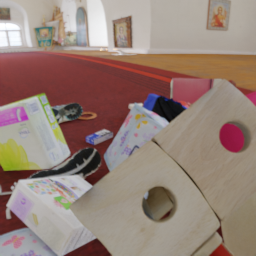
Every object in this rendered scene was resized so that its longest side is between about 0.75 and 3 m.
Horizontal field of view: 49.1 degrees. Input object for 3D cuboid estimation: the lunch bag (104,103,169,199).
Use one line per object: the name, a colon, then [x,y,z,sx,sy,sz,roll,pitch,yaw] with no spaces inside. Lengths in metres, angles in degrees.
lunch bag: [0.503,0.734,8.635,1.708,2.279,2.687,26,13,-25]

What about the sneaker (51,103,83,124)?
sneaker: [-3.821,-0.615,14.562,2.781,1.079,1.200,-10,5,-26]

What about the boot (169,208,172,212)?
boot: [1.229,2.370,7.726,0.822,0.283,0.882,-35,18,-16]

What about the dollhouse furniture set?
dollhouse furniture set: [1.068,1.328,3.403,1.987,2.836,1.998,-39,-5,-10]

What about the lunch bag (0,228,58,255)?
lunch bag: [-2.178,2.902,5.142,1.987,1.263,1.685,-17,25,-13]

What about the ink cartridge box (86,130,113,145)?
ink cartridge box: [-1.289,0.414,12.621,0.547,0.257,1.164,16,27,37]

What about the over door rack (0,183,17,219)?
over door rack: [-3.891,2.087,8.164,1.087,0.490,1.471,-5,23,-11]

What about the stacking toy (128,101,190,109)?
stacking toy: [1.533,-1.027,14.096,2.748,1.161,2.488,-13,44,-26]

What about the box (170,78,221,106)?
box: [3.915,-2.068,16.519,2.769,1.508,1.770,2,3,5]

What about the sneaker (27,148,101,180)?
sneaker: [-2.130,1.663,8.895,2.801,1.032,1.120,-27,-9,-31]

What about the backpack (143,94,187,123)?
backpack: [1.673,-0.235,11.505,2.376,1.931,1.994,20,10,-15]

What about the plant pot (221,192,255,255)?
plant pot: [2.779,1.889,5.535,2.323,2.323,1.560,-24,70,-46]

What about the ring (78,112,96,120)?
ring: [-2.298,-0.640,15.463,1.118,0.107,1.118,0,21,0]

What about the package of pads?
package of pads: [-3.521,0.305,9.368,2.967,2.292,1.012,-9,18,36]

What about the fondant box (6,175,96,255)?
fondant box: [-1.352,1.877,6.569,1.665,0.672,2.308,32,5,23]

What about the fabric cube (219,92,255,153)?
fabric cube: [4.226,0.882,7.788,2.941,2.989,2.998,-18,28,-37]
